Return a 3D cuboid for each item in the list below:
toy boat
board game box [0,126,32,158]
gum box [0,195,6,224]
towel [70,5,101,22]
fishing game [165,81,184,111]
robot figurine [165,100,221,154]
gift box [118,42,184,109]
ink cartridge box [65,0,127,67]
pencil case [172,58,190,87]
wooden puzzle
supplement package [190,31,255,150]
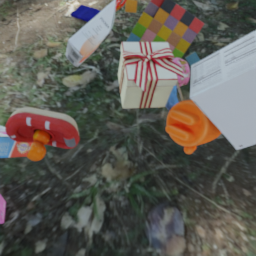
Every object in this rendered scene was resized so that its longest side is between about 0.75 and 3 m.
[{"bbox_3d":[-1.672,0.205,5.332,1.383,0.902,0.904,11,58,6],"label":"toy boat"},{"bbox_3d":[-3.380,0.128,5.917,2.164,1.656,0.436,16,94,25],"label":"board game box"},{"bbox_3d":[-4.128,1.976,6.768,1.904,1.080,0.629,-9,48,-8],"label":"gum box"},{"bbox_3d":[-2.124,-5.796,14.345,1.392,0.345,1.028,25,59,21],"label":"towel"},{"bbox_3d":[0.940,-0.939,7.036,0.298,1.372,1.916,-18,3,29],"label":"fishing game"},{"bbox_3d":[1.552,-0.117,6.360,1.768,1.031,1.272,-9,81,-50],"label":"robot figurine"},{"bbox_3d":[0.387,-0.986,5.428,1.068,1.081,1.157,-7,61,-12],"label":"gift box"},{"bbox_3d":[-0.612,-2.573,7.264,2.269,0.569,1.840,-41,13,-8],"label":"ink cartridge box"},{"bbox_3d":[0.810,-1.414,7.985,1.904,0.788,0.824,-20,54,-21],"label":"pencil case"},{"bbox_3d":[1.090,-2.936,8.625,2.946,1.747,0.207,31,19,-9],"label":"wooden puzzle"},{"bbox_3d":[2.256,-0.619,5.338,1.388,1.783,0.988,-25,37,36],"label":"supplement package"}]
